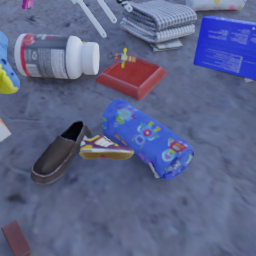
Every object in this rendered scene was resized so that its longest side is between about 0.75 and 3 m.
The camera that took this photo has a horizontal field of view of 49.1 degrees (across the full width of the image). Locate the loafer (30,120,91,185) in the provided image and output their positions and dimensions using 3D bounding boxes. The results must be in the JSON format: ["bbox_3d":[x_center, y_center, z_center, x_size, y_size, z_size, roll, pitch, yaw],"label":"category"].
[{"bbox_3d":[-1.869,0.554,7.682,0.820,0.797,2.246,20,49,18],"label":"loafer"}]

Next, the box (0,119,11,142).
[{"bbox_3d":[-3.650,-0.449,6.051,0.956,1.962,1.221,-39,59,-16],"label":"box"}]

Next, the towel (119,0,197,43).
[{"bbox_3d":[1.286,-4.923,12.502,2.332,1.205,2.816,-25,47,-27],"label":"towel"}]

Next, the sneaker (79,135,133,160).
[{"bbox_3d":[-0.485,0.404,6.454,1.238,0.464,0.558,2,58,3],"label":"sneaker"}]

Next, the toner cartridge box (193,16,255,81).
[{"bbox_3d":[3.241,-2.045,7.410,2.845,1.351,0.614,25,35,32],"label":"toner cartridge box"}]

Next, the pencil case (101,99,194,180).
[{"bbox_3d":[0.424,0.310,7.721,1.227,1.103,2.826,-42,59,-19],"label":"pencil case"}]

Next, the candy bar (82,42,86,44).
[{"bbox_3d":[-2.497,-3.653,12.166,1.637,0.181,0.408,5,43,6],"label":"candy bar"}]

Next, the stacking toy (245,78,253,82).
[{"bbox_3d":[5.553,-2.754,9.842,2.133,2.829,0.665,-38,98,-30],"label":"stacking toy"}]

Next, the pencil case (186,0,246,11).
[{"bbox_3d":[4.461,-6.640,14.331,2.963,1.232,1.344,-3,18,-2],"label":"pencil case"}]

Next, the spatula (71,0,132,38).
[{"bbox_3d":[-0.902,-3.852,8.091,2.116,1.471,0.170,54,22,2],"label":"spatula"}]

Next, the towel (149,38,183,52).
[{"bbox_3d":[1.557,-3.810,12.281,1.353,0.234,1.303,-11,47,-9],"label":"towel"}]

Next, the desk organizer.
[{"bbox_3d":[-2.435,2.504,6.149,0.343,0.320,0.891,-26,52,-26],"label":"desk organizer"}]

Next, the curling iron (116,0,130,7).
[{"bbox_3d":[-0.410,-2.199,4.614,0.947,0.235,0.121,7,22,-13],"label":"curling iron"}]

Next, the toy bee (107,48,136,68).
[{"bbox_3d":[-0.220,-2.140,8.658,0.876,0.574,0.476,-11,7,9],"label":"toy bee"}]

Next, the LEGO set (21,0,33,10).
[{"bbox_3d":[-2.071,-2.965,5.723,0.371,0.973,0.399,23,20,0],"label":"LEGO set"}]

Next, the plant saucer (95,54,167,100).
[{"bbox_3d":[0.141,-2.046,10.496,2.028,0.372,2.024,26,51,24],"label":"plant saucer"}]

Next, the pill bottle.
[{"bbox_3d":[-2.499,-2.580,10.206,2.750,1.522,1.522,4,46,4],"label":"pill bottle"}]

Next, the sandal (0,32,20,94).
[{"bbox_3d":[-3.707,-2.220,7.519,1.207,1.101,2.771,-39,101,-46],"label":"sandal"}]
